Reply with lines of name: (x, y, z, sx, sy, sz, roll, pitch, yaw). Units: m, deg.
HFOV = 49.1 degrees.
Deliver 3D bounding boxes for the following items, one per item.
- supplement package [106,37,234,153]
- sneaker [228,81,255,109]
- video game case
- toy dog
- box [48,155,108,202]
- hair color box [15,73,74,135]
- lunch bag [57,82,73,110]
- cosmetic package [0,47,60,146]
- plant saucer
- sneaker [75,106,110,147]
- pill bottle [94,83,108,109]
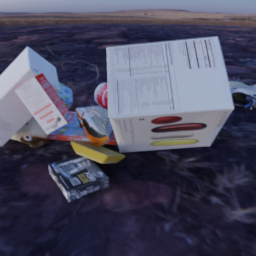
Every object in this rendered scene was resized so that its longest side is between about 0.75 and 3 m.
supplement package: (0.992, -0.735, 7.851, 2.844, 2.719, 2.091, -5, 67, 3)
sneaker: (5.466, -1.276, 12.065, 2.910, 1.121, 1.240, 2, 35, 21)
video game case: (-1.225, -0.031, 10.114, 2.882, 0.251, 2.061, 4, 25, 9)
toy dog: (-3.474, -0.286, 9.428, 2.437, 1.754, 2.513, 9, 18, -37)
box: (-1.322, 1.257, 7.344, 1.111, 0.351, 1.409, -14, 29, -29)
hair color box: (-1.962, -0.553, 6.599, 0.703, 1.267, 0.405, -26, 15, 25)
lunch bag: (-3.009, -1.382, 11.861, 1.253, 0.643, 1.559, 26, 25, -27)
cosmetic package: (-3.093, -0.825, 7.605, 2.439, 1.034, 1.312, -38, 42, 15)
plant saucer: (-0.867, 0.735, 7.998, 1.241, 0.301, 1.241, 19, 2, 23)
sneaker: (-0.943, -0.231, 9.051, 1.073, 0.883, 2.333, -20, 32, -15)
pill bottle: (-0.487, -1.188, 11.478, 1.020, 1.020, 1.817, -21, 30, -37)
